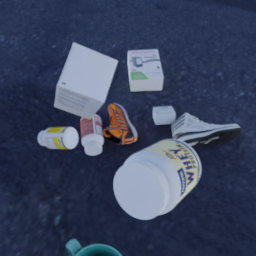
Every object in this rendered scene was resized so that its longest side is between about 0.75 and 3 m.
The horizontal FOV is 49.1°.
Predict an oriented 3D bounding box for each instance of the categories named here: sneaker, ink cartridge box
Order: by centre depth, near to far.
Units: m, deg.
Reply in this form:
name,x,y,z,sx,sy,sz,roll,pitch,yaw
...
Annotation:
name,x,y,z,sx,sy,sz,roll,pitch,yaw
sneaker,3.198,-0.124,11.854,2.866,1.081,1.649,-10,55,-5
sneaker,-0.608,-0.186,11.917,1.225,0.848,2.187,-14,52,-29
ink cartridge box,0.819,-2.917,14.096,1.577,0.911,2.168,-3,53,-3

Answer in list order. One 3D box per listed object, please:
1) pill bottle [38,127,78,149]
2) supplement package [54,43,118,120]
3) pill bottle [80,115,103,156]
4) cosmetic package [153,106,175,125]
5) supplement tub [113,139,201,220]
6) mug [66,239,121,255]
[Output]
name,x,y,z,sx,sy,sz,roll,pitch,yaw
pill bottle,-1.959,0.286,7.733,1.063,0.596,0.596,-1,49,29
supplement package,-1.543,-1.430,9.556,1.480,2.702,1.537,20,77,-13
pill bottle,-1.504,0.295,11.650,0.909,0.909,1.620,-7,53,-5
cosmetic package,1.569,-0.556,12.334,0.870,0.535,0.868,-5,25,-2
supplement tub,0.874,1.375,7.944,1.762,1.762,2.431,33,26,23
mug,-0.905,4.366,8.236,1.748,1.316,2.128,-5,47,-8
